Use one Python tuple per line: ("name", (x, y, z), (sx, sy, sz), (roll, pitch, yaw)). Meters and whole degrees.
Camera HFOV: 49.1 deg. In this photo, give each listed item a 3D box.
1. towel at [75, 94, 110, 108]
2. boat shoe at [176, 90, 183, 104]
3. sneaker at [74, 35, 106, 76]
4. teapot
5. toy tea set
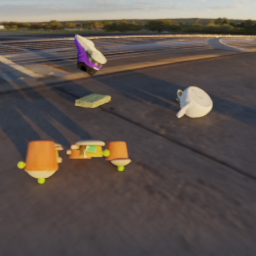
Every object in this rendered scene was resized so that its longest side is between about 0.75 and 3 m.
("towel", (-1.579, -1.214, 12.582), (1.072, 0.264, 1.445), (12, 27, 28))
("boat shoe", (2.499, -1.340, 12.697), (0.460, 0.404, 1.293), (-2, 25, -10))
("sneaker", (-1.876, -3.017, 11.854), (0.798, 1.142, 2.295), (11, 32, -44))
("teapot", (2.531, -0.881, 11.005), (1.339, 0.978, 1.321), (18, 44, -19))
("toy tea set", (-1.350, 0.880, 7.321), (2.790, 1.033, 1.659), (-1, -6, 5))
